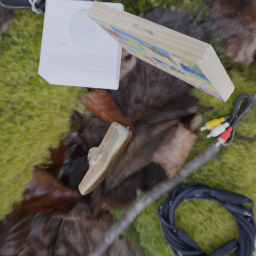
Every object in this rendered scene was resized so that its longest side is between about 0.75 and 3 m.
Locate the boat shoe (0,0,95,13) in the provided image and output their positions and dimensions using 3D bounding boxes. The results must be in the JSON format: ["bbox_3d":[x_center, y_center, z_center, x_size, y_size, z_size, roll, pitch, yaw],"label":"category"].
[{"bbox_3d":[-2.086,-3.318,7.064,2.526,0.933,0.762,-10,79,-9],"label":"boat shoe"}]

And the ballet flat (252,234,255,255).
[{"bbox_3d":[3.020,2.926,6.652,0.380,0.379,1.133,8,86,18],"label":"ballet flat"}]

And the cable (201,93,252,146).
[{"bbox_3d":[2.605,-0.174,6.941,1.613,0.406,0.783,-40,84,-4],"label":"cable"}]

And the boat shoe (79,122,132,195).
[{"bbox_3d":[-0.650,0.725,6.766,0.606,0.669,1.878,33,77,10],"label":"boat shoe"}]

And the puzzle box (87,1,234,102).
[{"bbox_3d":[0.495,-1.174,4.291,2.146,1.428,0.273,36,97,34],"label":"puzzle box"}]

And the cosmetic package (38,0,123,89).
[{"bbox_3d":[-1.061,-1.955,6.784,1.773,1.094,1.779,5,84,1],"label":"cosmetic package"}]

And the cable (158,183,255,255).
[{"bbox_3d":[1.811,2.331,6.658,2.341,0.595,1.910,12,89,-1],"label":"cable"}]
